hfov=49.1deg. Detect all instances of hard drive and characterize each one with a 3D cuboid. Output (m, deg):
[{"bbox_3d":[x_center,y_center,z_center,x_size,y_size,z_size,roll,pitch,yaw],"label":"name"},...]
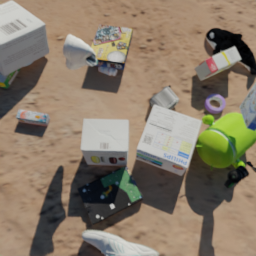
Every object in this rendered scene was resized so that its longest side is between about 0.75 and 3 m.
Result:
[{"bbox_3d":[-0.634,2.376,10.027,1.986,0.376,1.387,-25,68,-10],"label":"hard drive"}]

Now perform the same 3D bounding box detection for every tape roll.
[{"bbox_3d":[3.599,-0.995,11.610,0.791,0.259,0.791,0,66,1],"label":"tape roll"}]

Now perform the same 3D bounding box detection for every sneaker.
[{"bbox_3d":[-1.369,-2.109,8.531,0.940,2.125,0.799,18,90,-4],"label":"sneaker"},{"bbox_3d":[-0.356,4.032,9.003,2.598,0.914,1.041,18,70,7],"label":"sneaker"}]

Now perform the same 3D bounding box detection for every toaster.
[{"bbox_3d":[1.507,-1.117,11.435,1.220,0.693,0.788,-37,75,-13],"label":"toaster"}]

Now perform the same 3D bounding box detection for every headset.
[{"bbox_3d":[3.345,1.436,8.316,0.733,1.187,0.558,-18,53,-35],"label":"headset"}]

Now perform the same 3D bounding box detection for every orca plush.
[{"bbox_3d":[4.683,-3.567,12.321,1.569,1.060,2.981,-24,68,-10],"label":"orca plush"}]

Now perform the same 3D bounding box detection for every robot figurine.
[{"bbox_3d":[3.573,0.435,10.157,2.586,1.496,2.269,-32,88,-25],"label":"robot figurine"}]

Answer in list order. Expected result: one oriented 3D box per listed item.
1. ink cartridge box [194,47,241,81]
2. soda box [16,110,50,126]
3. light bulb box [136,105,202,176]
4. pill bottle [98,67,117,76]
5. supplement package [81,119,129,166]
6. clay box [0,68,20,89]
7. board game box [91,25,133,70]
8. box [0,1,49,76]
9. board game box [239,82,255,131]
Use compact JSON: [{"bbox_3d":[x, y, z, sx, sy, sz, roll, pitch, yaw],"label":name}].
[{"bbox_3d":[3.775,-2.696,11.842,1.537,1.115,0.641,-26,87,-11],"label":"ink cartridge box"},{"bbox_3d":[-3.813,-0.399,11.249,1.229,0.420,0.391,9,66,4],"label":"soda box"},{"bbox_3d":[1.477,0.473,10.420,1.917,1.207,1.934,20,67,9],"label":"light bulb box"},{"bbox_3d":[-0.884,-2.535,12.219,0.754,0.410,0.410,23,68,10],"label":"pill bottle"},{"bbox_3d":[-0.774,0.564,10.144,1.579,1.652,1.215,2,66,2],"label":"supplement package"},{"bbox_3d":[-5.936,-2.574,12.189,2.048,0.487,1.177,20,67,9],"label":"clay box"},{"bbox_3d":[-0.765,-3.643,12.479,1.609,0.411,2.375,10,55,4],"label":"board game box"},{"bbox_3d":[-5.051,-3.825,11.817,2.386,1.560,2.374,38,57,20],"label":"box"},{"bbox_3d":[3.817,-0.787,8.189,0.286,1.312,1.318,20,34,-2],"label":"board game box"}]
